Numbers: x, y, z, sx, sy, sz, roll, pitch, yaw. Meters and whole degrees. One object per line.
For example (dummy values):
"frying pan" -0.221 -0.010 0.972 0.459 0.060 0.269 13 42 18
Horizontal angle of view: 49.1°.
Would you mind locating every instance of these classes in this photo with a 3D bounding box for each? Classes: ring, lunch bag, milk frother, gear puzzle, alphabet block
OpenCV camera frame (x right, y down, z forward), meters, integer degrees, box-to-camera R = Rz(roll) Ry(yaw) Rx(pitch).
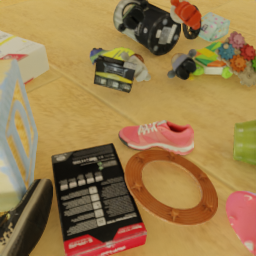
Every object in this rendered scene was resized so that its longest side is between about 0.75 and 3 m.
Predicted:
"ring" 0.941 1.126 5.925 2.092 0.201 2.092 14 35 -10
"lunch bag" 3.411 -4.153 11.692 1.260 0.768 1.073 -35 56 -19
"milk frother" 1.255 -4.283 11.256 2.618 2.363 2.462 12 27 -48
"gear puzzle" 3.885 -1.994 8.916 2.300 0.301 1.191 45 78 -2
"alphabet block" -3.440 0.233 5.801 2.484 2.427 2.440 -5 41 -7

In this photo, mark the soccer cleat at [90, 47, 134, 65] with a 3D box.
"soccer cleat" -0.587 -2.582 10.304 1.635 0.528 0.684 -3 73 -10

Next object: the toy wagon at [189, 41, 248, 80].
"toy wagon" 2.980 -2.318 9.683 2.285 0.452 1.773 -25 42 -13

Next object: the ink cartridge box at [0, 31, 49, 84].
"ink cartridge box" -4.207 -2.388 9.629 2.305 0.961 1.673 22 47 22

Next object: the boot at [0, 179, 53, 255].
"boot" -2.693 1.888 5.117 1.960 0.952 2.602 10 50 10

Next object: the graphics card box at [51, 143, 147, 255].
"graphics card box" -0.705 1.431 5.807 1.495 0.606 2.383 -12 45 -13

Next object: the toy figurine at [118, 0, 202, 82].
"toy figurine" 0.979 -2.788 8.942 2.536 2.497 1.765 -5 28 0

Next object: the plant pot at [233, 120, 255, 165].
"plant pot" 3.189 0.340 6.579 1.341 1.392 1.392 3 42 20

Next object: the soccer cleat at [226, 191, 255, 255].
"soccer cleat" 3.024 2.180 4.953 1.095 0.955 2.864 19 13 -45

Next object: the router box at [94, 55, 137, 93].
"router box" -0.402 -1.608 8.404 1.175 0.924 0.307 15 49 -2

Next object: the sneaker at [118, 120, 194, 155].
"sneaker" 0.722 0.086 7.077 1.943 0.843 0.716 6 43 8
